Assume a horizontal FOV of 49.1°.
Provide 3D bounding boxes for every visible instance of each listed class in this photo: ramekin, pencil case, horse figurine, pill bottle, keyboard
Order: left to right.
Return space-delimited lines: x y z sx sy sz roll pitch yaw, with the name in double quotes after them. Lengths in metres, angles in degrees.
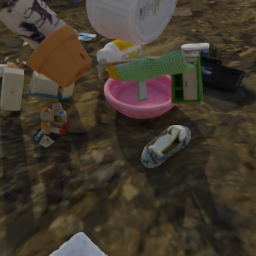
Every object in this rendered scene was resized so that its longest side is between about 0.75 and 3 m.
-4.677 -2.185 10.249 1.856 0.463 1.230 -16 43 -19 "horse figurine"
-2.452 -2.760 6.727 1.104 2.839 1.270 -35 50 16 "pencil case"
-0.356 -2.880 10.726 0.917 0.917 1.627 32 50 33 "pill bottle"
0.272 -3.670 7.842 1.435 2.734 2.734 32 49 22 "ramekin"
2.783 -2.116 10.291 2.730 0.350 1.639 22 51 23 "keyboard"

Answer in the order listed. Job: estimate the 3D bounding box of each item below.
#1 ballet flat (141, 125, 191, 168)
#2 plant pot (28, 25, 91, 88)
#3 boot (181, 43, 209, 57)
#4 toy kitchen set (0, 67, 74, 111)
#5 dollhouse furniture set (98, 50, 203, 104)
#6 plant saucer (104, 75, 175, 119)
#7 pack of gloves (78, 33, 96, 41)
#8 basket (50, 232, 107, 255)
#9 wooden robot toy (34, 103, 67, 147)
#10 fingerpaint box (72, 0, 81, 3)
1.072 0.318 7.119 0.678 0.678 1.886 30 48 31 "ballet flat"
-1.439 -1.503 6.288 0.895 1.279 1.279 46 48 -5 "plant pot"
2.107 -2.412 8.796 0.857 0.387 0.312 0 40 7 "boot"
-2.973 -1.475 9.142 2.119 1.248 1.698 4 35 -28 "toy kitchen set"
0.705 -0.834 5.344 1.446 1.117 2.893 0 14 25 "dollhouse furniture set"
0.440 -1.046 8.787 2.360 0.598 2.360 0 39 0 "plant saucer"
-2.018 -4.293 12.994 0.883 0.174 0.742 11 42 12 "pack of gloves"
-0.701 2.672 3.843 1.544 1.242 1.531 31 49 33 "basket"
-2.091 -0.272 7.740 0.733 0.755 1.664 5 41 6 "wooden robot toy"
-1.515 -4.792 8.344 1.435 1.720 0.631 14 53 46 "fingerpaint box"
